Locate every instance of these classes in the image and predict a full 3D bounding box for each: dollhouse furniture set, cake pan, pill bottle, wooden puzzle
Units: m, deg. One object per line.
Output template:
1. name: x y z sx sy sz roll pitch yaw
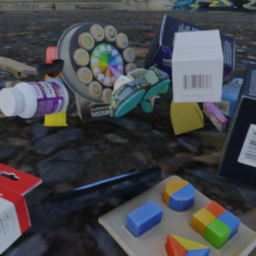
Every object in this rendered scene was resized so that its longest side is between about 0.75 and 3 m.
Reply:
1. dollhouse furniture set: -3.605 -1.058 8.759 1.598 1.961 1.865 21 11 13
2. cake pan: -0.847 -2.050 8.546 2.608 2.608 0.478 -21 3 -35
3. pill bottle: -2.379 -0.723 7.136 0.891 0.891 1.588 18 20 30
4. wooden puzzle: 0.924 1.762 5.203 2.161 0.540 2.333 -22 35 -34

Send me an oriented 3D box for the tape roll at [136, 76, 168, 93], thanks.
1. tape roll: 1.003 -1.853 11.954 1.413 0.340 1.413 12 20 -4

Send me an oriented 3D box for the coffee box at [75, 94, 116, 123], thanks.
1. coffee box: -1.112 -1.507 9.372 1.352 2.392 0.955 -11 23 -16

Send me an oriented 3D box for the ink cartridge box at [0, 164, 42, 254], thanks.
1. ink cartridge box: -2.845 1.717 4.978 1.452 0.841 2.500 14 31 25

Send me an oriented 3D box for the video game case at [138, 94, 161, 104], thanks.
1. video game case: 0.454 -1.417 11.633 1.294 0.172 1.812 -7 26 -13

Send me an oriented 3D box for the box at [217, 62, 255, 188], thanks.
1. box: 3.393 -0.154 7.006 1.529 2.120 2.856 16 32 17

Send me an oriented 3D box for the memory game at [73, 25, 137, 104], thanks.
1. memory game: -0.559 -1.820 8.066 2.301 2.301 0.147 -26 17 -40

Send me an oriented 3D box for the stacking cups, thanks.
1. stacking cups: -2.153 -1.217 8.379 0.706 2.333 0.706 1 -1 0

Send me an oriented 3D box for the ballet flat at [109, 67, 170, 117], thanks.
1. ballet flat: 0.154 -1.137 8.033 1.051 1.051 2.832 17 29 29

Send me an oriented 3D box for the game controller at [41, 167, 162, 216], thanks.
1. game controller: -0.455 1.148 5.499 2.358 1.230 0.497 -11 73 -35

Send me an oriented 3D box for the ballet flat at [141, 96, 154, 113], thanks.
1. ballet flat: 0.686 -1.071 9.687 0.494 1.451 0.488 26 69 22

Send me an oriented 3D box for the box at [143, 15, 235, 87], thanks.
1. box: 2.013 -2.382 9.652 2.580 1.909 1.346 15 65 -8

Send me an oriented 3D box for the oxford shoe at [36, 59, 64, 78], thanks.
1. oxford shoe: -1.910 -1.413 7.000 0.370 0.430 1.018 18 28 16

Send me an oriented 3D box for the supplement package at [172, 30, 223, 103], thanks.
1. supplement package: 1.471 -1.350 6.006 0.958 0.961 1.639 0 37 14

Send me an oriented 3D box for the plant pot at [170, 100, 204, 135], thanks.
1. plant pot: 1.730 -0.478 8.579 0.890 0.916 0.896 -18 19 21

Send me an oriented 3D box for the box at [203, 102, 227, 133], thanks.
1. box: 2.494 -0.357 8.075 0.179 0.626 0.915 -30 58 -1

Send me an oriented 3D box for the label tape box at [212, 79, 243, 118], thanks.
1. label tape box: 4.259 -1.108 10.340 1.653 0.763 2.307 21 36 39
